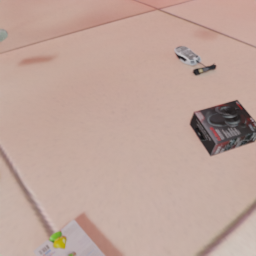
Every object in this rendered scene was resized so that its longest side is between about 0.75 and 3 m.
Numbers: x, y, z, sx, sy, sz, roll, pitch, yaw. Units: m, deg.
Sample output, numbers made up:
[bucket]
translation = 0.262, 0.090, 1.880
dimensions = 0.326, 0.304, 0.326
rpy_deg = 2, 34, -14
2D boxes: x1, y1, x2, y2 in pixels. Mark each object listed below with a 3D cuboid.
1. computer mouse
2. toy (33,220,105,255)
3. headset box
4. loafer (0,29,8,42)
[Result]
[computer mouse]
translation = 2.649, -2.796, 11.634
dimensions = 1.041, 0.417, 1.899
rpy_deg = -26, 53, -20
[toy]
translation = -0.946, 2.718, 5.408
dimensions = 0.992, 0.407, 1.723
rpy_deg = -33, 53, -28
[headset box]
translation = 1.865, 0.000, 5.581
dimensions = 1.164, 0.450, 0.866
rpy_deg = -14, 54, -14
[loafer]
translation = -4.590, -2.947, 8.997
dimensions = 1.425, 0.498, 0.497
rpy_deg = -13, 59, -3
